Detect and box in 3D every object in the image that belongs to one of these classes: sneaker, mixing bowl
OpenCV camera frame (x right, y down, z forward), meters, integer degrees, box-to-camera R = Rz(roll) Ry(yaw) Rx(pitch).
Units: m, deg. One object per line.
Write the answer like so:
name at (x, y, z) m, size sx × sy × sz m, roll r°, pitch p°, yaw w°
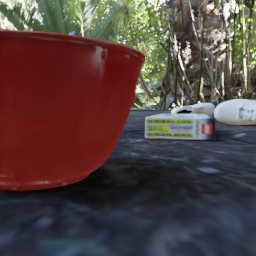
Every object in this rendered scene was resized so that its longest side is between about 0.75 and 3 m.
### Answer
sneaker at (2.992, -0.693, 12.547) m, size 1.986 × 0.732 × 1.148 m, roll -9°, pitch 6°, yaw 4°
sneaker at (3.825, -0.467, 8.362) m, size 2.335 × 0.860 × 1.350 m, roll 2°, pitch 2°, yaw 14°
mixing bowl at (-0.829, -0.095, 2.494) m, size 1.957 × 1.060 × 1.957 m, roll 1°, pitch 4°, yaw 0°

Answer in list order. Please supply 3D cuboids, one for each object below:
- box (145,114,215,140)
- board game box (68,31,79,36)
box at (1.197, -0.073, 6.217) m, size 1.291 × 0.407 × 2.346 m, roll 1°, pitch 4°, yaw 13°
board game box at (-1.669, -2.327, 8.965) m, size 0.324 × 1.051 × 1.052 m, roll -3°, pitch -37°, yaw 38°
